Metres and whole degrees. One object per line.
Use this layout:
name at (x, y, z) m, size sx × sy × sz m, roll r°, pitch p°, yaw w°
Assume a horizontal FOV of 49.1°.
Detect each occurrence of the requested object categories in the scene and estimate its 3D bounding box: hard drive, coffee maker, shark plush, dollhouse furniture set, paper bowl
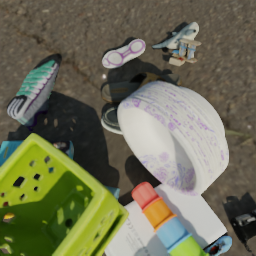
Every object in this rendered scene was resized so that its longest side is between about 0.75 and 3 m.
hard drive at (0.736, 2.468, 6.773) m, size 2.686 × 0.341 × 1.772 m, roll -28°, pitch 62°, yaw -15°
coffee maker at (3.049, 2.424, 6.786) m, size 0.831 × 0.560 × 0.798 m, roll -19°, pitch 86°, yaw -9°
shark plush at (1.714, -3.106, 9.885) m, size 1.693 × 0.769 × 0.705 m, roll -27°, pitch 64°, yaw 19°
dollhouse furniture set at (1.864, -2.438, 9.094) m, size 0.636 × 0.640 × 0.908 m, roll 23°, pitch 37°, yaw 24°
paper bowl at (1.092, 0.130, 6.505) m, size 1.392 × 2.677 × 2.677 m, roll -39°, pitch 67°, yaw -20°

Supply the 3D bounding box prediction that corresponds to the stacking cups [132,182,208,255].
stacking cups at (0.938, 2.380, 6.208) m, size 0.778 × 0.778 × 2.573 m, roll -33°, pitch 63°, yaw -17°

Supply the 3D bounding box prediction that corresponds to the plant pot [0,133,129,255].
plant pot at (-1.497, 1.865, 5.819) m, size 2.328 × 2.112 × 2.316 m, roll 31°, pitch 78°, yaw 30°

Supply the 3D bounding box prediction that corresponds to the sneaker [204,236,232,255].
sneaker at (2.165, 2.827, 6.601) m, size 0.776 × 0.349 × 0.304 m, roll -31°, pitch 65°, yaw -17°

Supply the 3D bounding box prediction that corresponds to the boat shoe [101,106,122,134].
boat shoe at (0.570, -0.414, 8.135) m, size 2.751 × 0.830 × 1.040 m, roll -4°, pitch 66°, yaw -1°

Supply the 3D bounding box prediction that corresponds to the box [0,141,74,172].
box at (-2.491, 0.793, 7.637) m, size 1.893 × 0.465 × 0.779 m, roll -1°, pitch 54°, yaw -1°

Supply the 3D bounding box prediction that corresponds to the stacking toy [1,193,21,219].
stacking toy at (-2.994, 1.855, 6.760) m, size 1.546 × 1.130 × 1.130 m, roll 14°, pitch 57°, yaw -26°

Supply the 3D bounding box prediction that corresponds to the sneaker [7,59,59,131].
sneaker at (-2.606, -1.002, 8.253) m, size 0.824 × 0.969 × 2.213 m, roll 9°, pitch 58°, yaw 32°

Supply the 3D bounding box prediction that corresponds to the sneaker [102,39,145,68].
sneaker at (-0.106, -2.428, 9.503) m, size 1.564 × 0.779 × 0.586 m, roll -22°, pitch 92°, yaw 10°

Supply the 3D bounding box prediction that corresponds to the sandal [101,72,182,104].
sandal at (0.377, -1.340, 8.573) m, size 2.521 × 0.688 × 1.030 m, roll -4°, pitch 46°, yaw 8°

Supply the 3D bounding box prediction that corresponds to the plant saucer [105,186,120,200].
plant saucer at (-0.708, 1.686, 7.402) m, size 0.937 × 0.089 × 0.328 m, roll 10°, pitch 61°, yaw 6°
